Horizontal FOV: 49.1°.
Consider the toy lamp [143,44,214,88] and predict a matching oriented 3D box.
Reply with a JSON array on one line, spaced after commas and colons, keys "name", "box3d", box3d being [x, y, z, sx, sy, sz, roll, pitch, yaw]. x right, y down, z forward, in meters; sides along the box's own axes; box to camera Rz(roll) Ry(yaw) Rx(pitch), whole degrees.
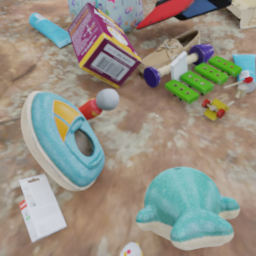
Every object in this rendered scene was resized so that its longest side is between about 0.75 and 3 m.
[{"name": "toy lamp", "box3d": [1.782, -2.154, 9.345, 2.693, 0.784, 0.784, -29, 53, -24]}]

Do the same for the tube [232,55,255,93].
[{"name": "tube", "box3d": [4.026, -2.022, 9.633, 0.799, 0.520, 2.064, 8, 45, 11]}]

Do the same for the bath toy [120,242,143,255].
[{"name": "bath toy", "box3d": [0.220, 2.725, 5.042, 0.498, 0.586, 1.348, -16, 46, -19]}]

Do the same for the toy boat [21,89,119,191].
[{"name": "toy boat", "box3d": [-1.159, -0.090, 6.695, 1.338, 2.420, 2.878, -26, 18, 28]}]

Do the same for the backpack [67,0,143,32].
[{"name": "backpack", "box3d": [-0.841, -4.857, 10.975, 2.809, 2.493, 2.114, -30, 48, -20]}]

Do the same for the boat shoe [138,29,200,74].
[{"name": "boat shoe", "box3d": [1.486, -2.749, 10.005, 2.861, 0.923, 1.020, -34, 55, -28]}]

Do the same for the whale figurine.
[{"name": "whale figurine", "box3d": [1.045, 1.376, 5.073, 1.894, 2.381, 1.235, -8, 86, 2]}]

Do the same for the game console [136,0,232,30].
[{"name": "game console", "box3d": [2.058, -4.238, 10.572, 2.331, 1.605, 2.705, 14, -3, -34]}]

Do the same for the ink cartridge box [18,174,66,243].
[{"name": "ink cartridge box", "box3d": [-1.835, 1.619, 5.785, 0.670, 0.309, 1.229, -6, 63, -51]}]

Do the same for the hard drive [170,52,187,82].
[{"name": "hard drive", "box3d": [1.640, -1.850, 8.984, 0.136, 1.022, 0.674, 36, 73, 29]}]

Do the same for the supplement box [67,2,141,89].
[{"name": "supplement box", "box3d": [-0.842, -2.739, 9.287, 1.627, 1.282, 2.485, 22, 32, -40]}]

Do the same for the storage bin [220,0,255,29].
[{"name": "storage bin", "box3d": [5.364, -5.423, 12.552, 2.024, 0.955, 2.039, -12, 48, -10]}]

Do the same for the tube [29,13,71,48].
[{"name": "tube", "box3d": [-3.176, -4.005, 11.518, 2.296, 0.579, 0.889, 38, 65, 24]}]

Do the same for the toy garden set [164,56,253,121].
[{"name": "toy garden set", "box3d": [2.717, -1.237, 8.792, 2.428, 0.485, 2.024, -30, 49, -22]}]
